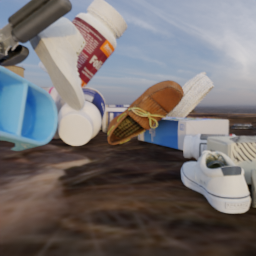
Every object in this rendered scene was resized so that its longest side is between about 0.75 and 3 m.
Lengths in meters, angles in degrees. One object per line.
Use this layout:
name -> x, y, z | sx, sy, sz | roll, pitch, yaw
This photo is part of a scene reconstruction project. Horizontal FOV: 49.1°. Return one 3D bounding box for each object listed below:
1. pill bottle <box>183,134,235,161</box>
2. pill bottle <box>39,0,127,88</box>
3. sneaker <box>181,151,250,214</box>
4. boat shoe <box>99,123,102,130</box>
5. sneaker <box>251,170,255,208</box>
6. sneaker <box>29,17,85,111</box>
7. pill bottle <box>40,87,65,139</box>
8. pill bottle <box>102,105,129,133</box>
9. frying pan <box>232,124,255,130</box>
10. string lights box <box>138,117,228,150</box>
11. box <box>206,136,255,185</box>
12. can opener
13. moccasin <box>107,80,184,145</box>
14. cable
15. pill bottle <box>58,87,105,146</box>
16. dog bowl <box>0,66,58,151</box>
pill bottle -> 1.460, 0.357, 5.016 | 0.869, 0.503, 0.503 | 2, 5, 22
pill bottle -> -1.398, -2.589, 9.044 | 1.595, 2.793, 1.595 | 39, 1, -1
sneaker -> 0.968, 0.497, 3.202 | 0.506, 0.491, 1.386 | -1, 4, -8
boat shoe -> -0.796, -0.247, 12.142 | 2.140, 0.757, 0.681 | -13, 11, -37
sneaker -> 1.527, 0.591, 2.857 | 0.493, 0.347, 0.928 | -1, 2, 26
sneaker -> -1.317, -1.528, 6.654 | 0.762, 2.069, 1.196 | 7, 43, 38
pill bottle -> -3.433, -0.462, 8.661 | 2.803, 1.589, 1.589 | 1, 4, 3
pill bottle -> -0.005, -0.324, 10.544 | 1.903, 1.057, 1.057 | 1, 4, -1
frying pan -> 5.216, -0.039, 12.514 | 0.954, 0.257, 1.576 | 0, 1, 3
string lights box -> 1.283, 0.097, 7.205 | 1.195, 0.686, 2.326 | -2, 5, -25
box -> 1.972, 0.412, 3.853 | 1.652, 0.565, 0.679 | -1, 6, -12
can opener -> -2.002, -1.967, 5.681 | 2.293, 0.612, 0.767 | -25, -16, 21
moccasin -> 0.320, -0.296, 6.550 | 2.268, 0.830, 0.875 | -29, 26, 30
cable -> 2.233, -1.058, 10.447 | 0.735, 2.122, 2.122 | 44, 27, 9
pill bottle -> -1.300, -0.334, 7.910 | 1.178, 1.178, 2.120 | 0, 23, 1
dog bowl -> -2.272, -0.344, 5.424 | 0.637, 1.432, 2.569 | 0, -13, 21
